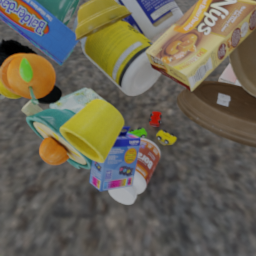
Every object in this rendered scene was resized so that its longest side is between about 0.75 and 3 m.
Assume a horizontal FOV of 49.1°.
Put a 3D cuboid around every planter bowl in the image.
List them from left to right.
[{"bbox_3d":[-0.430,-1.621,4.008,0.920,0.383,0.920,-24,17,8],"label":"planter bowl"},{"bbox_3d":[3.166,-1.725,5.210,1.499,2.227,2.227,-11,46,-15],"label":"planter bowl"}]

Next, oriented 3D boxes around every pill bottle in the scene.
[{"bbox_3d":[-0.322,-2.048,7.202,1.369,1.369,2.445,-32,65,-28],"label":"pill bottle"},{"bbox_3d":[0.149,1.036,6.772,0.859,0.859,1.531,18,48,17],"label":"pill bottle"},{"bbox_3d":[0.299,-3.668,7.893,1.474,1.474,2.463,-38,96,-31],"label":"pill bottle"}]

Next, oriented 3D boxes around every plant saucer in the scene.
[{"bbox_3d":[2.126,-0.366,5.338,2.392,0.352,2.392,9,29,-5],"label":"plant saucer"}]

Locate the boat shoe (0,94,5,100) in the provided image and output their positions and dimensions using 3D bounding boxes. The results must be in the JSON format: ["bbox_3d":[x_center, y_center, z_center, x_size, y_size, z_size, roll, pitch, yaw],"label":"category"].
[{"bbox_3d":[-3.159,-0.615,6.004,0.702,0.580,1.876,-12,34,18],"label":"boat shoe"}]

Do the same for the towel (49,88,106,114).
[{"bbox_3d":[-1.490,-0.634,8.761,1.521,0.366,1.302,-31,52,-27],"label":"towel"}]

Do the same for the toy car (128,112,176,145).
[{"bbox_3d":[0.576,0.144,8.045,1.271,0.301,1.351,-14,46,-13],"label":"toy car"}]

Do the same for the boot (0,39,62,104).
[{"bbox_3d":[-2.297,-1.285,6.620,1.700,1.393,0.629,23,61,-15],"label":"boot"}]

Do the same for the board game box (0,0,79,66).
[{"bbox_3d":[-1.968,-2.077,5.588,0.575,1.944,2.556,-53,17,1],"label":"board game box"}]

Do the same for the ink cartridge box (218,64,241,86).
[{"bbox_3d":[3.547,-2.045,8.900,0.543,2.141,2.430,24,50,22],"label":"ink cartridge box"}]

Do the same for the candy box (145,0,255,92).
[{"bbox_3d":[1.378,-1.678,5.205,1.883,0.521,1.087,-44,55,-6],"label":"candy box"}]

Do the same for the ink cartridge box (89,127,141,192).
[{"bbox_3d":[-0.180,0.397,4.002,0.610,0.894,0.341,-1,13,-40],"label":"ink cartridge box"}]

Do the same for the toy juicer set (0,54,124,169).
[{"bbox_3d":[-1.258,-0.015,4.216,1.875,2.947,0.802,38,69,-4],"label":"toy juicer set"}]

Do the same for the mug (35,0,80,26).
[{"bbox_3d":[-1.990,-3.557,7.326,1.385,1.841,2.240,31,81,-11],"label":"mug"}]
